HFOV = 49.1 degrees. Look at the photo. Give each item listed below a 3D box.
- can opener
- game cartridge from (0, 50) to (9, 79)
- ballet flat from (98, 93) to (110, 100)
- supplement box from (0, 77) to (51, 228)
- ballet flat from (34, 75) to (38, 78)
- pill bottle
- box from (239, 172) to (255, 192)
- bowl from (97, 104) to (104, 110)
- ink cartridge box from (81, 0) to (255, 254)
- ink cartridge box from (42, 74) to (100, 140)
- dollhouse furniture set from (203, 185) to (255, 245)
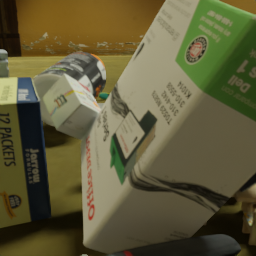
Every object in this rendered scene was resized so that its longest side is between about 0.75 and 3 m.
[{"bbox_3d":[-0.056,1.381,2.443,2.593,0.822,1.019,-7,20,-20],"label":"can opener"},{"bbox_3d":[-3.416,-0.532,6.063,1.567,2.351,0.476,-17,45,-40],"label":"game cartridge"},{"bbox_3d":[-0.889,-1.364,12.158,0.912,0.305,0.306,-6,-3,-27],"label":"ballet flat"},{"bbox_3d":[-2.741,0.260,4.437,2.610,1.754,2.612,-6,19,-20],"label":"supplement box"},{"bbox_3d":[-4.471,-2.409,14.527,0.842,0.796,2.499,7,19,21],"label":"ballet flat"},{"bbox_3d":[-1.587,-1.349,8.392,1.558,1.558,2.933,4,30,12],"label":"pill bottle"},{"bbox_3d":[1.418,0.231,3.970,0.562,1.077,0.797,-39,25,12],"label":"box"},{"bbox_3d":[-0.948,-0.472,8.957,1.151,0.430,1.149,-2,16,-10],"label":"bowl"},{"bbox_3d":[0.461,-0.037,3.210,1.082,2.566,1.874,23,25,-23],"label":"ink cartridge box"},{"bbox_3d":[-0.827,-0.309,4.249,0.554,0.551,0.762,28,23,-51],"label":"ink cartridge box"},{"bbox_3d":[1.589,0.786,3.992,1.537,1.000,1.412,0,19,3],"label":"dollhouse furniture set"}]
